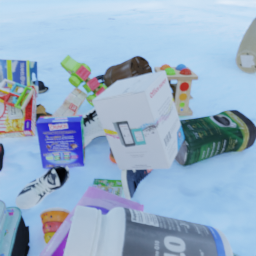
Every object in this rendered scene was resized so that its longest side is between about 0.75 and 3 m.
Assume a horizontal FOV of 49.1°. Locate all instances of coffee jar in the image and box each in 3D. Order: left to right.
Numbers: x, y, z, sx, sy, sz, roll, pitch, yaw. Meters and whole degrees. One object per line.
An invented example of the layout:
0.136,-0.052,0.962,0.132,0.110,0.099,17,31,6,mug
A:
2.684,0.261,9.036,2.766,1.180,1.442,-11,37,-18,coffee jar

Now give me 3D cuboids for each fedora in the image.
-4.301,-1.981,13.302,1.002,0.458,1.002,0,32,0,fedora

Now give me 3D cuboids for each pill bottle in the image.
0.238,2.115,4.550,2.519,1.433,1.433,13,32,-7,pill bottle

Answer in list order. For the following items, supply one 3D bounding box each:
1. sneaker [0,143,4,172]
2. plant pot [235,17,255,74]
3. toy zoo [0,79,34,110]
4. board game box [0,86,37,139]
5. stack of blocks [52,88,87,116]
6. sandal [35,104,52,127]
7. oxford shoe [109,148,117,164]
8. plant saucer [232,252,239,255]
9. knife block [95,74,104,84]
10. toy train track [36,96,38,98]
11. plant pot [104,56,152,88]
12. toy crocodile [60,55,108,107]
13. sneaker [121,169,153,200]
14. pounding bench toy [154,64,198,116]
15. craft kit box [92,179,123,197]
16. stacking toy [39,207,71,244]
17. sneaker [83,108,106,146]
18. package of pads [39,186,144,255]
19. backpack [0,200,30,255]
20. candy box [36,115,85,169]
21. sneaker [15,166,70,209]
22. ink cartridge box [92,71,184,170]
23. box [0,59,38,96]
-4.238,0.979,8.432,0.803,0.500,1.498,-12,27,-12,sneaker
7.245,-4.373,15.373,2.802,2.802,2.992,28,59,36,plant pot
-4.135,-1.215,9.899,1.347,0.138,0.884,18,65,2,toy zoo
-4.635,-0.544,10.113,2.464,0.570,1.866,-4,65,-6,board game box
-2.274,-0.614,10.403,0.556,1.092,1.897,34,34,-7,stack of blocks
-3.607,-0.676,10.958,2.265,0.612,0.910,32,43,26,sandal
0.164,0.281,9.360,0.807,0.823,2.268,15,35,24,oxford shoe
1.880,3.115,5.421,1.858,0.255,1.858,0,33,0,plant saucer
-0.809,-2.519,14.032,1.578,0.575,1.798,6,34,7,knife block
-5.387,-1.433,12.367,2.948,0.480,1.691,10,31,11,toy train track
0.079,-2.019,11.077,1.523,1.523,1.508,-30,8,-38,plant pot
-1.464,-1.688,10.710,0.898,2.660,0.821,-50,17,-25,toy crocodile
0.332,1.217,7.915,0.828,0.735,1.961,-4,31,12,sneaker
1.381,-1.580,11.199,2.326,1.815,1.445,-1,27,-6,pounding bench toy
-0.587,1.754,7.638,0.853,0.210,0.864,5,33,2,craft kit box
-1.655,2.382,6.303,0.747,0.747,1.023,-3,50,-5,stacking toy
-1.360,-0.098,9.282,2.915,1.166,1.075,-24,58,-15,sneaker
-0.753,2.416,5.884,1.473,0.925,2.445,13,35,19,package of pads
-3.196,2.406,5.301,2.149,1.647,1.889,-8,38,-2,backpack
-1.980,0.416,8.437,1.292,1.528,0.588,-2,25,-5,candy box
-2.130,1.450,7.175,1.560,1.015,0.623,-25,77,-31,sneaker
0.354,-0.187,7.330,1.509,2.067,1.516,-7,25,30,ink cartridge box
-4.988,-2.004,11.290,2.520,1.536,0.600,1,14,-7,box
